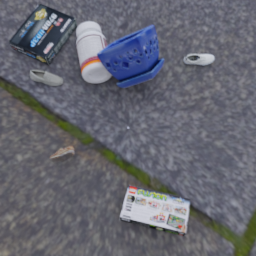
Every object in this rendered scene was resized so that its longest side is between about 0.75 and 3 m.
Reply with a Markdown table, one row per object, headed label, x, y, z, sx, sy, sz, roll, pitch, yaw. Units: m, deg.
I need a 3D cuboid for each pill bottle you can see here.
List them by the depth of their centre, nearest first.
| label | x | y | z | sx | sy | sz | roll | pitch | yaw |
| --- | --- | --- | --- | --- | --- | --- | --- | --- | --- |
| pill bottle | -1.186 | -2.562 | 9.486 | 1.046 | 1.046 | 1.910 | -12 | 68 | -5 |

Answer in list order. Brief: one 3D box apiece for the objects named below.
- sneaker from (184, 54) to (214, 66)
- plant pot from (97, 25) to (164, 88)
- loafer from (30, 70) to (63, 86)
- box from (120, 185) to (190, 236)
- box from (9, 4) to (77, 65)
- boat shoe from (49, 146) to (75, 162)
| label | x | y | z | sx | sy | sz | roll | pitch | yaw |
| --- | --- | --- | --- | --- | --- | --- | --- | --- | --- |
| sneaker | 2.488 | -2.381 | 9.746 | 1.063 | 0.376 | 0.388 | -5 | 91 | 1 |
| plant pot | 0.195 | -2.171 | 8.804 | 1.536 | 1.381 | 1.536 | -14 | 25 | 31 |
| loafer | -2.757 | -1.701 | 9.461 | 1.116 | 0.389 | 0.390 | 9 | 63 | -7 |
| box | 0.758 | 2.269 | 7.775 | 1.793 | 0.311 | 0.986 | 12 | 55 | 9 |
| box | -3.052 | -3.416 | 10.157 | 1.591 | 0.460 | 2.002 | 26 | 70 | 10 |
| boat shoe | -2.001 | 0.788 | 8.535 | 0.838 | 0.317 | 0.301 | -18 | 51 | 11 |
